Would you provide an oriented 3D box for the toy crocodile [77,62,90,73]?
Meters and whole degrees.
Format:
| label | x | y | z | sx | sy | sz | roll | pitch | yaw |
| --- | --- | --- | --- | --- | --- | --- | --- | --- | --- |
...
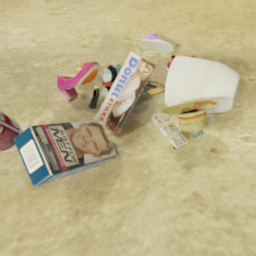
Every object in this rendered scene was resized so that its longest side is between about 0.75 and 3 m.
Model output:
| label | x | y | z | sx | sy | sz | roll | pitch | yaw |
| --- | --- | --- | --- | --- | --- | --- | --- | --- | --- |
| toy crocodile | -2.054 | -2.836 | 13.121 | 0.431 | 0.394 | 1.277 | 7 | 37 | 11 |

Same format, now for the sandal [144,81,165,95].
| label | x | y | z | sx | sy | sz | roll | pitch | yaw |
| --- | --- | --- | --- | --- | --- | --- | --- | --- | --- |
| sandal | 1.107 | -1.451 | 10.798 | 1.751 | 0.703 | 0.473 | 17 | 87 | -8 |

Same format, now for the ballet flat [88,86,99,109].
| label | x | y | z | sx | sy | sz | roll | pitch | yaw |
| --- | --- | --- | --- | --- | --- | --- | --- | --- | --- |
| ballet flat | -1.409 | -1.288 | 11.641 | 0.304 | 0.356 | 1.071 | 21 | 69 | -35 |

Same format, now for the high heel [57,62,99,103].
| label | x | y | z | sx | sy | sz | roll | pitch | yaw |
| --- | --- | --- | --- | --- | --- | --- | --- | --- | --- |
| high heel | -2.021 | -2.088 | 10.796 | 0.886 | 2.631 | 1.262 | -24 | 83 | -35 |

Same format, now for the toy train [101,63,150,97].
| label | x | y | z | sx | sy | sz | roll | pitch | yaw |
| --- | --- | --- | --- | --- | --- | --- | --- | --- | --- |
| toy train | -0.063 | -1.978 | 11.487 | 2.479 | 1.413 | 1.057 | -19 | 24 | -40 |

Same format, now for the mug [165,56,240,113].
| label | x | y | z | sx | sy | sz | roll | pitch | yaw |
| --- | --- | --- | --- | --- | --- | --- | --- | --- | --- |
| mug | 3.028 | -1.791 | 10.884 | 2.400 | 2.021 | 2.737 | 15 | 47 | 23 |

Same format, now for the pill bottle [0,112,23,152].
| label | x | y | z | sx | sy | sz | roll | pitch | yaw |
| --- | --- | --- | --- | --- | --- | --- | --- | --- | --- |
| pill bottle | -3.923 | 0.098 | 8.331 | 1.116 | 1.975 | 1.116 | -2 | 74 | 7 |

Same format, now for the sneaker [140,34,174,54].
| label | x | y | z | sx | sy | sz | roll | pitch | yaw |
| --- | --- | --- | --- | --- | --- | --- | --- | --- | --- |
| sneaker | 1.648 | -4.437 | 14.389 | 1.791 | 0.649 | 1.021 | 23 | 51 | 18 |

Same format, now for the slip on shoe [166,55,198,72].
| label | x | y | z | sx | sy | sz | roll | pitch | yaw |
| --- | --- | --- | --- | --- | --- | --- | --- | --- | --- |
| slip on shoe | 3.063 | -2.950 | 13.064 | 2.528 | 0.773 | 0.936 | 5 | 49 | 2 |

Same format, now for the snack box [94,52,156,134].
| label | x | y | z | sx | sy | sz | roll | pitch | yaw |
| --- | --- | --- | --- | --- | --- | --- | --- | --- | --- |
| snack box | -0.147 | -1.264 | 10.427 | 1.050 | 2.921 | 0.355 | 30 | 14 | -1 |

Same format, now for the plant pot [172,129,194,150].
| label | x | y | z | sx | sy | sz | roll | pitch | yaw |
| --- | --- | --- | --- | --- | --- | --- | --- | --- | --- |
| plant pot | 2.130 | 0.198 | 9.958 | 1.509 | 1.509 | 0.207 | -29 | 65 | -22 |

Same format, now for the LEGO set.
| label | x | y | z | sx | sy | sz | roll | pitch | yaw |
| --- | --- | --- | --- | --- | --- | --- | --- | --- | --- |
| LEGO set | 1.802 | -0.046 | 9.520 | 1.831 | 0.449 | 1.368 | -21 | 59 | -33 |

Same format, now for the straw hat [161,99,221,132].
| label | x | y | z | sx | sy | sz | roll | pitch | yaw |
| --- | --- | --- | --- | --- | --- | --- | --- | --- | --- |
| straw hat | 2.042 | -0.297 | 8.822 | 1.894 | 0.802 | 1.894 | -11 | 15 | 3 |

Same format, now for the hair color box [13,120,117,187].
| label | x | y | z | sx | sy | sz | roll | pitch | yaw |
| --- | --- | --- | --- | --- | --- | --- | --- | --- | --- |
| hair color box | -1.755 | 0.627 | 8.547 | 2.953 | 0.894 | 1.477 | -10 | 70 | -58 |
